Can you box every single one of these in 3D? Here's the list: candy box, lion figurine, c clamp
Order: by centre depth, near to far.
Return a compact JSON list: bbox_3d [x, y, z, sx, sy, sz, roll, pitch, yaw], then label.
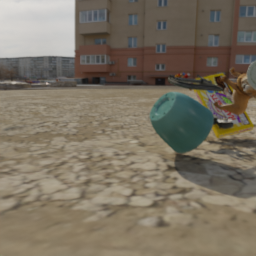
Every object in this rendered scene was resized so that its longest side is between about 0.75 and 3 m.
[{"bbox_3d":[3.916,-1.104,9.786,0.885,2.442,1.496,-40,62,-12],"label":"lion figurine"},{"bbox_3d":[2.291,-1.581,9.942,2.236,0.303,1.911,-2,26,-31],"label":"c clamp"},{"bbox_3d":[3.860,-1.011,11.741,1.519,0.393,2.972,-14,57,-3],"label":"candy box"}]

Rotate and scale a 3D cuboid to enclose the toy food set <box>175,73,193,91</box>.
[{"bbox_3d":[2.330,-1.913,11.255,0.933,0.445,0.420,34,-22,-7],"label":"toy food set"}]

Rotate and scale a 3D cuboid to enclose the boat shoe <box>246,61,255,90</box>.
[{"bbox_3d":[3.835,-0.751,5.744,2.732,1.033,0.824,24,7,20],"label":"boat shoe"}]

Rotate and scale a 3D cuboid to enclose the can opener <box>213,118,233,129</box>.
[{"bbox_3d":[3.306,-0.178,10.863,1.434,0.477,0.378,1,17,28],"label":"can opener"}]

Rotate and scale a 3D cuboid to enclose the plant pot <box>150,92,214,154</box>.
[{"bbox_3d":[1.476,-0.286,8.444,1.346,1.677,1.677,37,-6,-25],"label":"plant pot"}]

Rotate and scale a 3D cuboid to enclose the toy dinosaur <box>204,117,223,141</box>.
[{"bbox_3d":[2.875,-0.253,10.178,0.881,0.475,2.000,10,37,-3],"label":"toy dinosaur"}]
